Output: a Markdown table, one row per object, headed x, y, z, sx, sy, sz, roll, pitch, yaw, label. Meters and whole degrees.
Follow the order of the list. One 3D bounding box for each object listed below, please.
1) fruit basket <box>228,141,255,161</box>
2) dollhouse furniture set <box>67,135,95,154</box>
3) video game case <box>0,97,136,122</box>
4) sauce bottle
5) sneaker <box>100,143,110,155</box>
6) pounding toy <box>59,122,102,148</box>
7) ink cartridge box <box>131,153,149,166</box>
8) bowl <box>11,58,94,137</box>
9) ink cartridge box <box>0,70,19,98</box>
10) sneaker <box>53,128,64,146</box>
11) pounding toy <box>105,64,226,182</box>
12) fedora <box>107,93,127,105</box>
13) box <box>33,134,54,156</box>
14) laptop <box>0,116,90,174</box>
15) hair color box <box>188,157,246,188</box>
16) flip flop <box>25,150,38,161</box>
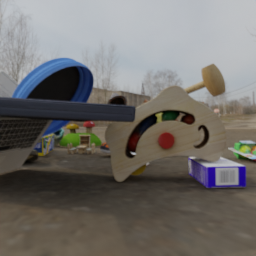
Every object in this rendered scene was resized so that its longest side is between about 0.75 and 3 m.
| x | y | z | sx | sy | sz | roll | pitch | yaw | label |
| --- | --- | --- | --- | --- | --- | --- | --- | --- | --- |
| 3.816 | 0.723 | 8.462 | 1.082 | 0.548 | 1.168 | 0 | 5 | -15 | fruit basket |
| -1.698 | 0.610 | 10.461 | 0.906 | 0.642 | 0.986 | 0 | 1 | 4 | dollhouse furniture set |
| -1.164 | -0.326 | 4.643 | 1.949 | 0.259 | 2.728 | 3 | 3 | -14 | video game case |
| 1.199 | -0.192 | 9.127 | 1.921 | 0.634 | 0.634 | 33 | 3 | 2 | sauce bottle |
| 0.240 | 0.223 | 9.774 | 2.577 | 1.444 | 1.000 | -1 | 2 | -28 | sneaker |
| -2.325 | 0.269 | 13.232 | 1.930 | 1.160 | 2.501 | -1 | 2 | -28 | pounding toy |
| 0.116 | 0.842 | 7.533 | 0.808 | 0.343 | 0.588 | 2 | 2 | 16 | ink cartridge box |
| -2.268 | -0.888 | 8.479 | 0.550 | 2.804 | 2.804 | 44 | 18 | 18 | bowl |
| -5.439 | -0.710 | 10.700 | 1.238 | 2.919 | 2.126 | 42 | -14 | -26 | ink cartridge box |
| -3.782 | 0.276 | 12.531 | 0.912 | 0.820 | 2.112 | -47 | -22 | 26 | sneaker |
| 1.006 | 0.094 | 6.076 | 2.947 | 1.685 | 1.691 | -32 | -3 | 7 | pounding toy |
| -0.448 | -1.010 | 10.538 | 0.763 | 0.390 | 0.863 | -20 | -39 | -2 | fedora |
| -3.271 | 0.600 | 10.356 | 0.723 | 0.664 | 2.065 | 0 | 1 | -5 | box |
| -1.710 | 0.421 | 5.447 | 1.515 | 2.614 | 2.448 | 39 | 10 | 10 | laptop |
| 1.718 | 0.858 | 5.603 | 0.722 | 0.428 | 1.321 | -1 | 3 | -1 | hair color box |
| -3.425 | 0.627 | 8.431 | 1.008 | 0.715 | 2.485 | -1 | 2 | -31 | flip flop |
